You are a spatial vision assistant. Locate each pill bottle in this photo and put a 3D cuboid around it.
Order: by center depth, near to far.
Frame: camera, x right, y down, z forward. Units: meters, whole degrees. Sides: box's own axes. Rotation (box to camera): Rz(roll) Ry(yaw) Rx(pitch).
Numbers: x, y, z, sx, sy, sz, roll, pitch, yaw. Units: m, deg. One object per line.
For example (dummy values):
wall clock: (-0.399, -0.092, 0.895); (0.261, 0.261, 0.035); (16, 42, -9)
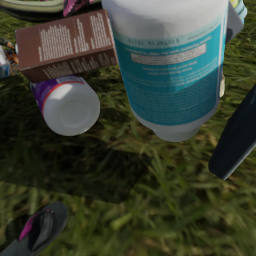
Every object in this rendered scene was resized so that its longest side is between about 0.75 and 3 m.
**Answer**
pill bottle: (0.700, -1.022, 4.636); (1.656, 2.989, 1.656); (-7, 51, 9)
pill bottle: (-1.916, -1.010, 8.062); (1.485, 1.485, 2.642); (-16, 37, -21)

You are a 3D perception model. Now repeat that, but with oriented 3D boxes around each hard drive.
hard drive: (2.162, -0.468, 4.409); (0.399, 2.424, 1.692); (32, 42, 11)

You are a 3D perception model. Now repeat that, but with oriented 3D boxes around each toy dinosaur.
toy dinosaur: (-4.721, -2.882, 11.373); (1.764, 1.327, 2.599); (14, 15, -10)

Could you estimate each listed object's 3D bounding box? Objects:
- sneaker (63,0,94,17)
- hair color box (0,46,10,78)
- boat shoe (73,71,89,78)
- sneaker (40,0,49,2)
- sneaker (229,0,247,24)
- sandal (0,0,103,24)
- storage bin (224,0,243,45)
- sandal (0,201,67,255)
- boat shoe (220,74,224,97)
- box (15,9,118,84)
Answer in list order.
sneaker: (-0.970, -2.573, 5.669); (0.514, 0.426, 1.078); (2, -15, -35)
hair color box: (-2.269, -0.908, 3.933); (1.013, 0.307, 0.507); (-20, 72, -33)
boat shoe: (-1.765, -1.897, 6.948); (1.835, 0.679, 0.609); (26, 65, -14)
sneaker: (-2.075, -3.442, 8.870); (0.770, 2.062, 0.831); (-25, -7, 17)
sneaker: (2.525, -3.259, 6.972); (1.026, 1.685, 2.581); (-43, 9, 8)
sandal: (-1.652, -3.115, 6.768); (2.840, 0.810, 1.128); (-11, 8, -8)
storage bin: (1.203, -2.515, 6.399); (1.724, 2.567, 1.868); (-37, 11, -4)
sandal: (-1.624, 1.851, 4.895); (0.604, 0.385, 1.607); (16, 38, 22)
boat shoe: (2.496, -1.121, 8.902); (0.794, 0.715, 2.202); (23, 41, 30)
box: (-0.729, -0.968, 3.388); (1.126, 0.422, 0.564); (-12, 72, 0)
